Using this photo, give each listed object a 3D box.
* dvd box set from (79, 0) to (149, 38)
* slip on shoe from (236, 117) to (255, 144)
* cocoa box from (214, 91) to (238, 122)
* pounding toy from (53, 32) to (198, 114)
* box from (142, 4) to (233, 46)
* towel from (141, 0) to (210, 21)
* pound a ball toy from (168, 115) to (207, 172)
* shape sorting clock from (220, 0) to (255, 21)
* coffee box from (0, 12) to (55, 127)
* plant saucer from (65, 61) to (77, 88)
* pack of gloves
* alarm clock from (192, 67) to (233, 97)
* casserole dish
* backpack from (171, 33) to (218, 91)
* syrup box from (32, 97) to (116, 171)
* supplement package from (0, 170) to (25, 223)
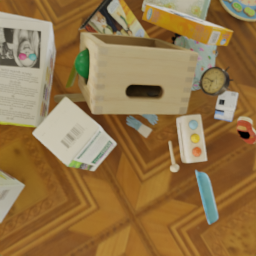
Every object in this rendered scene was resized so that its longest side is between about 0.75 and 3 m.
[{"bbox_3d":[-0.242,-2.723,8.580,2.235,0.329,1.636,46,72,-35],"label":"dvd box set"},{"bbox_3d":[3.520,0.178,8.384,0.543,1.466,0.449,14,73,35],"label":"slip on shoe"},{"bbox_3d":[2.970,-0.671,8.517,0.545,0.536,0.818,12,45,18],"label":"cocoa box"},{"bbox_3d":[-0.333,-1.251,7.365,2.985,2.748,2.122,-1,114,-18],"label":"pounding toy"},{"bbox_3d":[1.466,-2.778,7.480,2.286,1.361,0.474,32,120,30],"label":"box"},{"bbox_3d":[1.849,-4.876,9.683,2.173,0.611,2.539,16,80,6],"label":"towel"},{"bbox_3d":[1.786,0.478,8.571,1.085,0.707,1.665,-5,84,-10],"label":"pound a ball toy"},{"bbox_3d":[4.231,-4.805,9.726,2.283,0.448,2.283,0,80,0],"label":"shape sorting clock"},{"bbox_3d":[-3.473,-1.408,7.548,2.607,2.603,2.578,8,88,-11],"label":"coffee box"},{"bbox_3d":[-1.623,-1.560,8.252,0.184,0.769,0.768,20,105,-14],"label":"plant saucer"},{"bbox_3d":[0.452,-0.246,9.110,0.924,0.182,0.777,36,92,10],"label":"pack of gloves"},{"bbox_3d":[2.364,-1.286,7.977,1.182,0.394,0.798,-4,82,43],"label":"alarm clock"},{"bbox_3d":[2.075,1.803,7.361,0.282,0.880,1.453,-15,94,8],"label":"casserole dish"},{"bbox_3d":[2.075,-2.140,8.903,1.531,1.161,1.835,7,83,-2],"label":"backpack"},{"bbox_3d":[-1.243,0.325,7.545,1.181,2.900,1.142,40,85,12],"label":"syrup box"},{"bbox_3d":[-4.288,2.027,7.477,1.383,2.495,1.943,30,81,5],"label":"supplement package"}]
